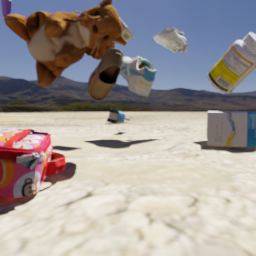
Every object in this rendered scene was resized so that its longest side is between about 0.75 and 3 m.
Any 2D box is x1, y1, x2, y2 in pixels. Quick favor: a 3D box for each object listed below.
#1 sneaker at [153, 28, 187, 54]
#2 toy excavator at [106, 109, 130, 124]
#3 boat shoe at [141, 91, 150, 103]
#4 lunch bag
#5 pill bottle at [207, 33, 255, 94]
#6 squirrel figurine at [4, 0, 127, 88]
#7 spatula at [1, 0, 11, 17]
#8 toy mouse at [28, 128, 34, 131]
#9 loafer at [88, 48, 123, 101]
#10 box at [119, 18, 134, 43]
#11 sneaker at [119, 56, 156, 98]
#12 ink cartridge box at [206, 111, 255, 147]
[{"bbox_3d":[1.704,-3.296,10.737,0.734,0.773,1.921,-18,-3,43],"label":"sneaker"},{"bbox_3d":[-0.479,-0.646,17.957,1.761,0.880,1.712,12,2,-22],"label":"toy excavator"},{"bbox_3d":[0.619,-1.167,9.880,0.272,0.764,0.239,12,-35,3],"label":"boat shoe"},{"bbox_3d":[-1.769,0.446,3.963,1.729,0.804,1.963,4,4,-12],"label":"lunch bag"},{"bbox_3d":[3.614,-2.128,9.293,1.056,1.056,1.932,-4,-36,-38],"label":"pill bottle"},{"bbox_3d":[-1.187,-2.375,7.053,2.358,1.788,2.526,-16,15,22],"label":"squirrel figurine"},{"bbox_3d":[-2.780,-3.067,6.384,0.234,0.643,2.276,-2,7,-23],"label":"spatula"},{"bbox_3d":[-3.797,0.167,10.304,1.168,0.254,1.314,2,5,20],"label":"toy mouse"},{"bbox_3d":[-0.505,-1.016,5.794,0.514,0.456,1.352,13,-44,-17],"label":"loafer"},{"bbox_3d":[-0.259,-3.414,9.655,0.502,0.418,1.222,43,14,-42],"label":"box"},{"bbox_3d":[0.347,-2.003,9.727,0.945,0.998,2.471,13,28,-26],"label":"sneaker"},{"bbox_3d":[2.897,0.005,7.931,1.302,0.942,0.959,1,5,14],"label":"ink cartridge box"}]
